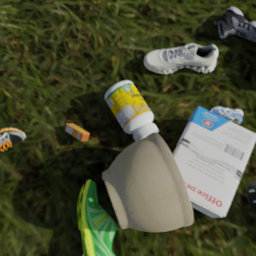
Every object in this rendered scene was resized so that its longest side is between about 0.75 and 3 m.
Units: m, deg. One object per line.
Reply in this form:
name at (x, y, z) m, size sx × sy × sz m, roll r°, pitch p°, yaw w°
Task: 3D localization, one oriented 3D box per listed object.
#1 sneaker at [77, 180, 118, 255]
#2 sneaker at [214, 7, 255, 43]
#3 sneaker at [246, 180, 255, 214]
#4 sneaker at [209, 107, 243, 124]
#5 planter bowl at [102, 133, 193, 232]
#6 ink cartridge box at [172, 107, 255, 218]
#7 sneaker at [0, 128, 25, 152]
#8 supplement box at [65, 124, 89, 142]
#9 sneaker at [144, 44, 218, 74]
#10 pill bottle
sneaker at (-0.894, 2.793, 8.204) m, size 1.060 × 0.940 × 2.538 m, roll -4°, pitch 71°, yaw -23°
sneaker at (3.995, -3.499, 10.184) m, size 1.075 × 0.713 × 1.889 m, roll -37°, pitch 70°, yaw -10°
sneaker at (4.726, 2.476, 8.210) m, size 2.846 × 1.052 × 1.129 m, roll 39°, pitch 67°, yaw 5°
sneaker at (3.243, -0.413, 9.326) m, size 1.186 × 0.449 × 0.457 m, roll 6°, pitch 69°, yaw 3°
planter bowl at (0.349, 1.646, 7.516) m, size 1.767 × 2.626 × 2.626 m, roll -20°, pitch 74°, yaw -7°
ink cartridge box at (2.340, 1.033, 8.459) m, size 1.976 × 1.159 × 2.699 m, roll 28°, pitch 74°, yaw 8°
sneaker at (-4.080, 0.528, 8.716) m, size 1.728 × 0.676 × 0.667 m, roll -16°, pitch 54°, yaw -19°
supplement box at (-1.660, 0.137, 9.052) m, size 0.857 × 0.285 × 0.295 m, roll 30°, pitch 109°, yaw 32°
sneaker at (1.822, -2.480, 9.683) m, size 2.568 × 1.041 × 0.965 m, roll -3°, pitch 74°, yaw 1°
pill bottle at (0.137, -0.482, 9.017) m, size 1.073 × 1.073 × 1.902 m, roll -29°, pitch 74°, yaw -9°
